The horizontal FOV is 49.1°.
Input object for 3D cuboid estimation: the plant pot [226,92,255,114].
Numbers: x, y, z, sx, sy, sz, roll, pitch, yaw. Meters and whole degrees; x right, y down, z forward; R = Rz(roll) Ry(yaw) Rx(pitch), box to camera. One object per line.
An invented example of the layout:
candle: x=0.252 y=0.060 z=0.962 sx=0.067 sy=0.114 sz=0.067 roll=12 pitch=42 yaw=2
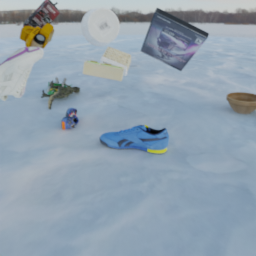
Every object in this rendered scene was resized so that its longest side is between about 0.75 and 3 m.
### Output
plant pot: x=5.072 y=-1.047 z=12.328 sx=1.502 sy=0.693 sz=1.502 roll=0 pitch=24 yaw=0

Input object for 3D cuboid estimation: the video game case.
video game case: x=1.067 y=-2.121 z=7.039 sx=1.304 sy=0.173 sz=1.825 roll=26 pitch=-15 yaw=-2

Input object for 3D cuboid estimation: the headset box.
headset box: x=-3.214 y=-4.167 z=10.506 sx=1.541 sy=0.578 sz=1.145 roll=-43 pitch=34 yaw=8

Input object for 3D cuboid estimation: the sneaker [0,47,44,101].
sneaker: x=-2.594 y=-1.274 z=6.652 sx=1.820 sy=0.907 sz=0.681 roll=-25 pitch=29 yaw=23

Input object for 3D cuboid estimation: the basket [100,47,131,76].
basket: x=-0.570 y=-3.267 z=13.676 sx=1.357 sy=0.837 sz=0.920 roll=21 pitch=-11 yaw=4

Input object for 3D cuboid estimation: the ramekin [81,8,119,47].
ramekin: x=-0.837 y=-3.167 z=8.768 sx=1.165 sy=1.165 sz=0.568 roll=-10 pitch=15 yaw=-21

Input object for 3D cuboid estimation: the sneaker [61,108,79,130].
sneaker: x=-2.196 y=-0.329 z=11.021 sx=0.558 sy=0.536 sz=1.422 roll=8 pitch=33 yaw=0

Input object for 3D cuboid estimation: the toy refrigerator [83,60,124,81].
toy refrigerator: x=-0.898 y=-2.136 z=10.362 sx=1.446 sy=0.506 sz=0.549 roll=10 pitch=19 yaw=-1

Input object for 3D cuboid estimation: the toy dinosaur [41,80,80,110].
toy dinosaur: x=-3.530 y=-1.748 z=13.974 sx=1.309 sy=0.705 sz=2.970 roll=19 pitch=31 yaw=15

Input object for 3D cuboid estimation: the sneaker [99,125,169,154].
sneaker: x=0.176 y=0.226 z=9.150 sx=2.331 sy=0.914 sz=0.768 roll=6 pitch=26 yaw=16

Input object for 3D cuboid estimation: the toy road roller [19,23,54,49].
toy road roller: x=-2.739 y=-2.751 z=8.338 sx=0.737 sy=0.620 sz=1.009 roll=31 pitch=49 yaw=-11

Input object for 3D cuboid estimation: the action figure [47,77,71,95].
action figure: x=-3.844 y=-2.170 z=15.105 sx=1.373 sy=0.636 sz=2.324 roll=2 pitch=27 yaw=-4
